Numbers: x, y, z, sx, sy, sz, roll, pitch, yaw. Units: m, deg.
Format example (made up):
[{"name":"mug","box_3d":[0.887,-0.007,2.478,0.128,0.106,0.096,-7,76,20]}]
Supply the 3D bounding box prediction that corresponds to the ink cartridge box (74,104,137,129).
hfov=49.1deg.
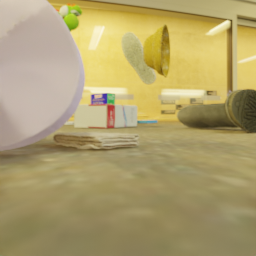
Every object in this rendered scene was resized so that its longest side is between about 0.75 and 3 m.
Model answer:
[{"name":"ink cartridge box","box_3d":[-0.617,-0.346,8.272,1.180,0.671,1.619,1,3,33]}]

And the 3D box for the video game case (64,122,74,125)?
[{"name":"video game case","box_3d":[-2.381,-0.211,11.991,0.981,0.128,1.078,-2,3,-33]}]

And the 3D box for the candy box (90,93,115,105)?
[{"name":"candy box","box_3d":[-1.170,-0.873,12.784,1.170,1.384,0.533,2,3,43]}]

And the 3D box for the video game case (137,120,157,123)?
[{"name":"video game case","box_3d":[0.533,-0.333,14.908,1.699,0.151,1.216,1,2,31]}]

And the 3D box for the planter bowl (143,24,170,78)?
[{"name":"planter bowl","box_3d":[0.719,-1.975,7.286,0.556,1.336,1.336,2,3,18]}]

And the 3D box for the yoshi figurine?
[{"name":"yoshi figurine","box_3d":[-2.431,-3.696,9.802,1.762,0.987,0.990,-12,24,16]}]

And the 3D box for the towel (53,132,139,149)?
[{"name":"towel","box_3d":[-0.346,0.129,2.953,0.567,0.148,0.856,0,1,-41]}]

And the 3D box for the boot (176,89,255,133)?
[{"name":"boot","box_3d":[2.034,-0.353,6.431,2.117,0.845,2.328,16,-1,-38]}]

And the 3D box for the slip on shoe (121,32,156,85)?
[{"name":"slip on shoe","box_3d":[0.370,-2.394,9.742,0.723,1.952,0.597,-30,3,16]}]

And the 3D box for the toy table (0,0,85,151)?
[{"name":"toy table","box_3d":[-1.642,-0.793,1.789,2.557,2.351,1.498,9,-7,4]}]
